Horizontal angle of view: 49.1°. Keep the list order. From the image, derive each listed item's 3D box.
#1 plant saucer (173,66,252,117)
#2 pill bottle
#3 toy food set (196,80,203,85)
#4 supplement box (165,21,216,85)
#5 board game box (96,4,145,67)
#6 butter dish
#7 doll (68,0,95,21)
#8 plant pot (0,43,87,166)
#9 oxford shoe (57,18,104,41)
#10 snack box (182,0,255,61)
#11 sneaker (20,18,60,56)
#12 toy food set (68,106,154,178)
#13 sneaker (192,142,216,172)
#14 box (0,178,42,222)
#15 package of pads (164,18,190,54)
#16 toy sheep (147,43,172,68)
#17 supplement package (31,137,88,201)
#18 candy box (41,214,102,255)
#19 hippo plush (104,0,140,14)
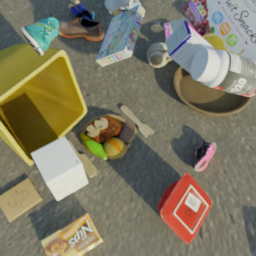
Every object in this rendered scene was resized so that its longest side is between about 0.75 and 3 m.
[{"bbox_3d":[3.194,-1.578,10.730,2.972,0.438,2.972,0,56,-1],"label":"plant saucer"},{"bbox_3d":[2.307,-1.295,6.535,1.526,0.869,0.869,11,55,-17],"label":"pill bottle"},{"bbox_3d":[3.060,-2.813,10.878,1.663,0.700,2.318,-21,63,-11],"label":"toy food set"},{"bbox_3d":[1.776,-1.932,7.375,1.495,0.773,0.757,30,38,-28],"label":"supplement box"},{"bbox_3d":[-0.238,-2.976,9.053,1.286,0.327,1.913,-6,58,42],"label":"board game box"},{"bbox_3d":[1.410,2.194,7.923,1.475,1.091,1.471,48,66,-20],"label":"butter dish"},{"bbox_3d":[-2.140,-5.207,13.120,1.164,0.413,1.706,-35,70,-8],"label":"doll"},{"bbox_3d":[-3.571,-1.062,9.144,2.841,2.759,2.778,27,60,28],"label":"plant pot"},{"bbox_3d":[-2.248,-4.534,12.383,2.416,0.881,0.861,9,63,7],"label":"oxford shoe"},{"bbox_3d":[3.122,-2.998,7.912,0.792,2.127,2.991,-13,70,-44],"label":"snack box"},{"bbox_3d":[-2.030,-2.290,6.675,0.723,0.704,1.816,-29,32,9],"label":"sneaker"},{"bbox_3d":[-0.662,0.223,9.460,2.724,0.547,1.881,-35,63,-21],"label":"toy food set"},{"bbox_3d":[2.370,0.905,9.147,0.580,0.481,1.217,20,55,38],"label":"sneaker"},{"bbox_3d":[-3.282,2.154,8.447,1.081,0.115,0.884,-34,63,-21],"label":"box"},{"bbox_3d":[1.703,-3.081,9.453,0.835,1.081,0.369,-5,9,31],"label":"package of pads"},{"bbox_3d":[1.250,-2.987,11.360,1.032,1.032,1.496,9,41,6],"label":"toy sheep"},{"bbox_3d":[-1.979,1.228,8.262,1.087,1.432,1.079,-29,61,-18],"label":"supplement package"},{"bbox_3d":[-1.524,3.101,7.644,1.434,0.397,0.828,-27,61,-17],"label":"candy box"},{"bbox_3d":[-0.317,-5.811,13.264,1.435,1.422,1.785,-4,46,29],"label":"hippo plush"}]
